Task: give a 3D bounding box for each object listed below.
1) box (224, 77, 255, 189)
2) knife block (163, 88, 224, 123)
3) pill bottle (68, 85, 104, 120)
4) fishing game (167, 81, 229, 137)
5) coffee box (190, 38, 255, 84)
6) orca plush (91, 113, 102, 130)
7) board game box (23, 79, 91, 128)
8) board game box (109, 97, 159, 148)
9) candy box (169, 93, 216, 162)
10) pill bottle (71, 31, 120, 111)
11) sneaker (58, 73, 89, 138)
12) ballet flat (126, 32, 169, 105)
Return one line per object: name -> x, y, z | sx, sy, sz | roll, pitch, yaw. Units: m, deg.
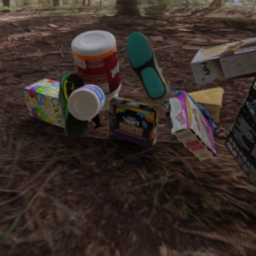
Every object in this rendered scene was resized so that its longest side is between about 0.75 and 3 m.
box -> 3.318, 0.390, 6.299 | 0.574, 2.332, 2.414 | -6, 44, -17
knife block -> 2.474, -0.907, 10.681 | 2.067, 0.753, 2.354 | 11, 32, 17
pill bottle -> -0.761, -0.525, 5.379 | 0.575, 0.575, 1.024 | 1, 15, 2
fishing game -> 2.006, -0.492, 8.561 | 2.348, 0.365, 1.681 | 43, 0, 9
coffee box -> 2.813, -1.864, 7.817 | 1.799, 0.717, 1.029 | -2, 37, 36
orca plush -> -1.210, -0.426, 8.809 | 0.581, 1.105, 0.393 | 1, 27, 23
board game box -> -2.504, -0.881, 10.208 | 2.252, 1.181, 1.160 | 16, 34, 27
board game box -> 0.145, -0.186, 8.829 | 1.549, 1.280, 0.439 | 17, 33, 24
candy box -> 1.722, 0.012, 7.396 | 0.510, 1.673, 1.141 | -22, 49, 30
pill bottle -> -0.927, -1.737, 8.889 | 1.304, 2.309, 1.304 | -3, 45, 3
sneaker -> -1.697, -0.660, 8.528 | 0.786, 2.015, 0.858 | -9, 19, -35
ballet flat -> 0.578, -1.796, 8.684 | 0.827, 2.454, 0.782 | -24, -18, 12
